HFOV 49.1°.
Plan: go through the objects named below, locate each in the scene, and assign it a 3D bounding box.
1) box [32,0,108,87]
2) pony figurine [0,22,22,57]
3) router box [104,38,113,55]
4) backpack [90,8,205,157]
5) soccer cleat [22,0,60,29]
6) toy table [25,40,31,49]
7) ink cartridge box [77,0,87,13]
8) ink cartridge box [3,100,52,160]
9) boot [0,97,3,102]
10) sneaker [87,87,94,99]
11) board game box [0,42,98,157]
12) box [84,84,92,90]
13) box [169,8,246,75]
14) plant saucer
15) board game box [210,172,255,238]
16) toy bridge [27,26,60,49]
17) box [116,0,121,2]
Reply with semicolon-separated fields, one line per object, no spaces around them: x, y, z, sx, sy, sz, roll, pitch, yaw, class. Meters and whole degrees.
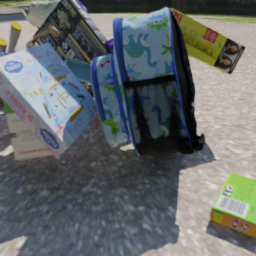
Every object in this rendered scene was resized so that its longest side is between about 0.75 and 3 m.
-1.792;-2.709;9.143;2.375;1.915;0.583;52;29;3;box
-3.196;-1.194;7.256;1.955;2.348;2.266;-2;53;-40;pony figurine
0.340;-1.863;8.855;0.734;2.143;2.873;-19;14;18;router box
0.351;-0.920;5.967;2.046;2.784;2.548;-7;5;9;backpack
-3.365;-4.641;11.114;2.464;0.956;0.854;-1;58;43;soccer cleat
-3.233;-2.515;10.533;1.517;1.395;0.889;20;59;-8;toy table
-2.372;-4.394;11.755;1.303;1.909;0.729;-16;-17;24;ink cartridge box
-2.208;-0.099;6.569;1.084;1.486;0.625;-7;25;-16;ink cartridge box
-4.356;-1.533;10.017;2.705;0.982;2.460;-13;43;-11;boot
-0.522;-1.315;9.931;1.858;1.073;0.697;-36;45;3;sneaker
-1.573;-0.689;5.708;0.406;1.967;1.972;-33;12;26;board game box
-2.131;-1.607;10.880;1.034;0.326;1.311;-18;32;-32;box
1.860;-2.224;7.311;2.274;0.856;0.570;22;14;-15;box
-1.006;-1.514;8.179;1.749;0.166;0.611;16;67;-14;plant saucer
2.778;1.525;4.585;2.535;0.380;1.211;14;30;30;board game box
-2.531;-2.191;7.831;0.540;1.607;0.219;46;27;4;toy bridge
-0.654;-4.507;7.425;2.068;1.079;1.530;18;-1;-26;box
